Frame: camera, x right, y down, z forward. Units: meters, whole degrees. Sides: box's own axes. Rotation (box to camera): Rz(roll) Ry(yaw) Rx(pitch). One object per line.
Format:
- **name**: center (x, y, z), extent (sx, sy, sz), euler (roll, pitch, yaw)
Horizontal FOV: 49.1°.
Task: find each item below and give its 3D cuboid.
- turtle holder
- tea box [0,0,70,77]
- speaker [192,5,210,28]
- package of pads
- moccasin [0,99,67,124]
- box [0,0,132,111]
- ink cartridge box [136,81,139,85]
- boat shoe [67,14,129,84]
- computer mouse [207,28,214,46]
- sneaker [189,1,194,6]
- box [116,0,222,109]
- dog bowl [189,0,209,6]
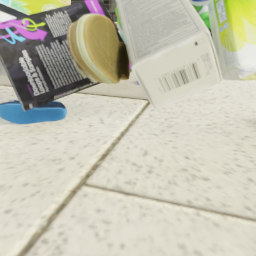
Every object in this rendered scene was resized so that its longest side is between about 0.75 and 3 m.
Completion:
- **turtle holder**: center (0.812, -2.766, 7.670), extent (2.046, 1.912, 2.693), euler (-22, 37, -20)
- **tea box**: center (-3.229, -2.941, 7.938), extent (2.624, 1.753, 2.582), euler (14, 58, -32)
- **speaker**: center (2.722, -4.581, 10.587), extent (1.002, 1.002, 2.265), euler (-2, 57, -4)
- **package of pads**: center (3.484, -2.295, 7.004), extent (2.823, 2.181, 0.963), euler (-4, -10, -14)
- **moccasin**: center (-3.100, -0.558, 9.130), extent (2.094, 0.843, 0.714), euler (5, 34, -23)
- **box**: center (-1.331, -1.606, 5.831), extent (2.511, 1.795, 0.453), euler (-23, -8, -21)
- **ink cartridge box**: center (0.876, -2.308, 13.848), extent (0.526, 0.206, 1.111), euler (20, 33, 38)
- **boat shoe**: center (-0.489, -1.079, 4.239), extent (0.737, 0.855, 2.344), euler (-3, 9, 9)
- **computer mouse**: center (2.691, -2.287, 8.566), extent (0.527, 1.798, 0.306), euler (-13, -18, 0)
- **sneaker**: center (2.005, -4.482, 10.032), extent (2.024, 1.065, 2.801), euler (-6, -10, 2)
- **box**: center (0.564, -1.604, 4.730), extent (1.159, 0.949, 2.440), euler (-22, 45, 15)
- **dog bowl**: center (2.366, -4.116, 8.152), extent (1.261, 0.497, 1.261), euler (-17, 43, 16)
